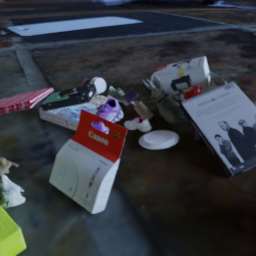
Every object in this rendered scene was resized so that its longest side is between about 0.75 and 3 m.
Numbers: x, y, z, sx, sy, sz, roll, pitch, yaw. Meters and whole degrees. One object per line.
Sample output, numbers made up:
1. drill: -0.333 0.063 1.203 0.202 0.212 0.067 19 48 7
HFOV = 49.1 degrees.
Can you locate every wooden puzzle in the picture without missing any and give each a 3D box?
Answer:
1. wooden puzzle: 3.846 -1.396 10.719 0.184 1.557 2.625 -44 29 14

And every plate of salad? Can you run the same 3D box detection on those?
1. plate of salad: 0.944 0.401 8.595 1.227 0.295 1.227 -7 25 3

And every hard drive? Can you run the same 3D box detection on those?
1. hard drive: -2.027 -1.054 9.735 1.708 0.323 1.193 -9 25 11

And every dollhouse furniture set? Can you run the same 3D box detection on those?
1. dollhouse furniture set: 0.330 -0.564 10.459 1.349 1.069 0.957 50 11 27

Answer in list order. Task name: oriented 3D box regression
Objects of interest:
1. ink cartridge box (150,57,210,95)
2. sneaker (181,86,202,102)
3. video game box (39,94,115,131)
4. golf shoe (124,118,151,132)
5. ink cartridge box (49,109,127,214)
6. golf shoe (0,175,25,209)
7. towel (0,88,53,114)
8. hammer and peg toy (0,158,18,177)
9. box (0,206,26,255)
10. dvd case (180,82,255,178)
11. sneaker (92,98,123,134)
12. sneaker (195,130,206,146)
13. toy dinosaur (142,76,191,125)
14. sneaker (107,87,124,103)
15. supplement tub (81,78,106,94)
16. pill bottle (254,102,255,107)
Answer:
1. ink cartridge box: 2.208 -2.134 11.702 2.185 0.905 1.592 -9 26 22
2. sneaker: 2.520 -1.055 10.349 0.570 0.840 1.455 3 35 -32
3. video game box: -1.811 -0.703 10.313 1.915 0.492 2.102 16 34 28
4. golf shoe: 0.288 -0.168 9.300 1.046 0.479 0.394 7 40 36
5. ink cartridge box: -0.977 0.705 6.508 1.589 1.985 0.469 24 12 35
6. golf shoe: -2.821 1.522 6.749 0.535 0.431 1.101 5 25 -36
7. towel: -4.166 -0.814 9.847 2.668 0.300 1.930 -11 21 12
8. hammer and peg toy: -3.627 1.044 7.371 1.009 0.484 1.372 5 31 9
9. box: -3.604 2.345 4.976 1.770 0.692 2.904 27 40 37
10. dvd case: 2.995 -0.067 8.088 1.965 0.323 2.615 -22 59 -13
11. sneaker: -0.857 -0.342 9.264 0.760 0.835 1.890 18 45 22
12. sneaker: 3.100 0.357 8.490 2.164 0.819 0.947 7 53 8
13. toy dinosaur: 1.582 -0.617 9.846 1.371 1.032 2.681 -14 61 -28
14. sneaker: -0.374 -1.356 11.328 1.121 0.503 0.376 21 25 32
15. supplement tub: -1.395 -1.680 11.311 0.648 0.648 0.923 -27 19 -37
16. pill bottle: 5.397 -0.575 9.353 2.185 1.224 1.224 -11 32 -18
